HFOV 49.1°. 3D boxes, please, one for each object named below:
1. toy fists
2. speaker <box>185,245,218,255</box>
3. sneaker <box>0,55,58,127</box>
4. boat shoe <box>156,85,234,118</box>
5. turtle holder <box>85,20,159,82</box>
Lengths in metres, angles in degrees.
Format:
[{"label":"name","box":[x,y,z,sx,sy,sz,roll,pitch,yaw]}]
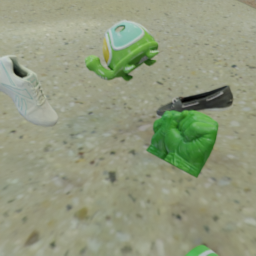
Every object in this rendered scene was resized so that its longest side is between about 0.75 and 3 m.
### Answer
[{"label":"toy fists","box":[1.046,0.186,5.875,0.792,1.173,2.302,30,-3,-11]},{"label":"speaker","box":[2.012,3.509,5.357,1.072,1.072,2.423,-22,43,-25]},{"label":"sneaker","box":[-2.504,-0.869,7.040,0.853,2.128,0.748,-28,27,29]},{"label":"boat shoe","box":[1.947,-0.809,8.453,2.322,0.662,0.776,-7,25,19]},{"label":"turtle holder","box":[-0.184,-2.573,9.665,2.315,1.644,1.759,-34,-1,20]}]
